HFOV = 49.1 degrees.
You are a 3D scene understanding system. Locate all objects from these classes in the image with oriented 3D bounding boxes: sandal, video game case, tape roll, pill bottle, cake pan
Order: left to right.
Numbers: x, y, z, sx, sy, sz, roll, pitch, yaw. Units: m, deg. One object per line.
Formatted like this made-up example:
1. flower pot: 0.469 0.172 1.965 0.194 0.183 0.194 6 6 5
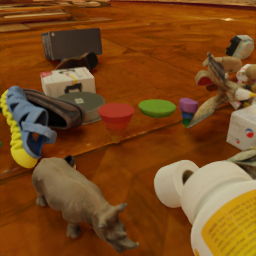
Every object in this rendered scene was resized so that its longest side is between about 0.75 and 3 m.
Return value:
1. sandal: -2.447 -0.178 7.027 1.024 0.934 2.351 -31 63 4
2. cake pan: -1.658 -0.726 9.399 2.003 0.367 2.003 0 30 0
3. tape roll: 1.017 1.105 5.501 0.842 0.842 0.578 -29 -1 -40
4. video game case: 4.823 -0.898 9.857 2.336 0.204 1.670 -1 30 -2
5. pill bottle: 1.873 1.768 3.700 1.662 1.662 2.947 -8 29 -14

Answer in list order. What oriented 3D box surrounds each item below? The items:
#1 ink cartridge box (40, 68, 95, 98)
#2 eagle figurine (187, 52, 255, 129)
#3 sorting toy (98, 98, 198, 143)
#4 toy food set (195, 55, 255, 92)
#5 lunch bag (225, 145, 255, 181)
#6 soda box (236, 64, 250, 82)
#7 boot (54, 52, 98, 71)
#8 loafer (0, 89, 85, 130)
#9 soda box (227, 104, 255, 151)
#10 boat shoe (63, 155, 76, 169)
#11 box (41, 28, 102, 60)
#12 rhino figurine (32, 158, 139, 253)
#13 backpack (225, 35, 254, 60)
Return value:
1. ink cartridge box: -2.291 -1.684 10.672 1.799 0.745 1.311 -12 32 -20
2. eagle figurine: 2.619 -0.958 7.670 2.394 1.807 1.817 0 68 -25
3. sorting toy: 0.608 -0.174 7.879 2.936 1.011 1.018 -8 26 -19
4. toy food set: 3.371 -1.539 9.132 2.788 1.772 0.439 1 67 -21
5. lunch bag: 3.092 0.871 6.021 1.405 1.007 1.713 -20 30 -30
6. soda box: 5.209 -2.432 12.314 0.440 0.412 1.293 22 37 33
7. boot: -2.584 -2.612 12.419 1.275 0.983 2.631 -2 24 36
8. loafer: -2.732 -0.507 8.239 2.878 1.034 0.906 10 23 13
9. soda box: 4.107 -0.209 7.914 2.765 0.942 0.880 -18 34 -27
10. boat shoe: -1.570 1.007 6.368 0.401 0.380 1.147 14 33 23
11. box: -2.877 -4.241 14.138 2.505 1.304 2.281 -13 19 -20
12. rhino figurine: -0.821 1.334 4.869 2.602 1.138 0.778 23 38 38
13. backpack: 5.999 -4.256 14.773 1.327 1.167 1.018 -23 53 -34
